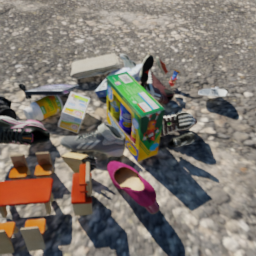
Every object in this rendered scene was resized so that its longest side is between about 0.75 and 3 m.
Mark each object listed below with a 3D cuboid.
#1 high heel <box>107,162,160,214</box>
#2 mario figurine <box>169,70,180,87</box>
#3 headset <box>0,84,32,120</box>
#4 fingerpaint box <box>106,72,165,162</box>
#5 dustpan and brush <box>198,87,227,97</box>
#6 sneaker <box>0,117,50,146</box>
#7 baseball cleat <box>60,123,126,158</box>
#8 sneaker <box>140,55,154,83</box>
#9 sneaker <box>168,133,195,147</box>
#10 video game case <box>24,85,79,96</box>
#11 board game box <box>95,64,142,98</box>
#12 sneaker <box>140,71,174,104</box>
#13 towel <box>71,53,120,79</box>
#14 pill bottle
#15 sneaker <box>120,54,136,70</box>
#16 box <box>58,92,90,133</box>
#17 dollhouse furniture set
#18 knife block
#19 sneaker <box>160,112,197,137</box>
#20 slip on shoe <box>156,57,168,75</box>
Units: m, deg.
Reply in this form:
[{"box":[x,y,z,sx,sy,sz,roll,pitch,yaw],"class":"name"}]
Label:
[{"box":[-0.004,1.475,8.439,0.847,1.208,2.513,-42,44,-16],"class":"high heel"},{"box":[2.169,-2.267,12.925,0.410,0.773,0.477,22,24,4],"class":"mario figurine"},{"box":[-5.092,-0.794,11.155,2.535,1.191,1.565,-30,50,-14],"class":"headset"},{"box":[0.117,-0.430,10.042,0.928,2.111,2.530,-19,47,-23],"class":"fingerpaint box"},{"box":[3.849,-1.633,12.451,1.159,0.475,1.661,7,6,24],"class":"dustpan and brush"},{"box":[-3.752,0.174,9.599,1.038,0.966,2.405,23,21,39],"class":"sneaker"},{"box":[-1.228,0.331,9.858,2.334,1.242,0.814,8,26,2],"class":"baseball cleat"},{"box":[0.702,-2.472,11.336,0.440,1.251,0.585,2,44,-12],"class":"sneaker"},{"box":[1.782,0.451,9.506,0.484,1.070,0.356,-8,78,-43],"class":"sneaker"},{"box":[-3.151,-1.619,11.851,1.538,0.204,2.152,1,15,8],"class":"video game case"},{"box":[-0.321,-2.136,12.656,1.840,0.399,1.831,-5,38,34],"class":"board game box"},{"box":[1.330,-1.718,12.594,1.423,0.932,2.464,18,34,-12],"class":"sneaker"},{"box":[-1.622,-3.048,13.799,2.397,0.413,1.589,-11,35,-1],"class":"towel"},{"box":[-3.473,-0.795,11.436,1.437,0.798,0.798,-32,51,-31],"class":"pill bottle"},{"box":[-0.073,-2.753,11.834,0.869,0.432,0.338,36,39,-28],"class":"sneaker"},{"box":[-2.113,-0.619,11.035,0.841,0.758,1.495,20,37,-9],"class":"box"},{"box":[-2.422,1.801,8.009,2.765,1.440,2.795,-4,39,-5],"class":"dollhouse furniture set"},{"box":[-1.534,1.042,9.107,1.103,0.968,0.353,47,34,8],"class":"knife block"},{"box":[1.633,-0.058,10.778,2.166,0.820,1.251,-6,-8,32],"class":"sneaker"},{"box":[1.497,-2.769,12.371,0.290,0.948,0.351,-34,35,2],"class":"slip on shoe"}]
